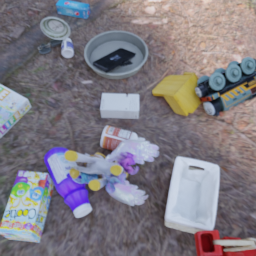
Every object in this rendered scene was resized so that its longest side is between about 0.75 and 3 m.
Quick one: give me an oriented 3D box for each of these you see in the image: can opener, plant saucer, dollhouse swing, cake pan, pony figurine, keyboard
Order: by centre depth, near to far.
[{"bbox_3d":[-0.439,1.108,7.599,2.228,2.308,1.922,15,91,10],"label":"pony figurine"},{"bbox_3d":[1.808,-1.211,10.176,1.378,1.211,1.252,-47,110,-26],"label":"dollhouse swing"},{"bbox_3d":[-2.773,-3.880,10.763,1.143,1.143,0.287,3,65,2],"label":"plant saucer"},{"bbox_3d":[-0.404,-2.563,10.763,1.072,0.229,1.786,28,47,25],"label":"keyboard"},{"bbox_3d":[-0.471,-2.871,11.109,2.495,0.458,2.495,0,57,0],"label":"cake pan"},{"bbox_3d":[-3.082,-3.421,11.593,1.341,0.353,0.446,-26,95,-14],"label":"can opener"}]

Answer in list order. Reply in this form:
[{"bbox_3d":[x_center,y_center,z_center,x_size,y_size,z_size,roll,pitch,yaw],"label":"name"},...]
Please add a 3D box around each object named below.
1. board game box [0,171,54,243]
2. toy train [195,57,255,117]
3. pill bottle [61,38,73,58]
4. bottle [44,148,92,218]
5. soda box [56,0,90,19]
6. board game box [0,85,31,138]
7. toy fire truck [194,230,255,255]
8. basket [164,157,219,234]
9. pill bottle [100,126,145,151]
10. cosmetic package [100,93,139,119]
[{"bbox_3d":[-2.713,2.133,7.644,0.875,0.859,1.668,5,58,1],"label":"board game box"},{"bbox_3d":[3.556,-1.433,9.678,2.574,1.097,1.467,-27,99,-14],"label":"toy train"},{"bbox_3d":[-2.463,-3.256,11.352,0.467,0.467,0.780,-7,56,-4],"label":"pill bottle"},{"bbox_3d":[-1.691,1.535,8.030,0.679,0.869,2.081,-43,59,17],"label":"bottle"},{"bbox_3d":[-2.492,-5.405,12.738,1.445,0.464,0.490,14,58,8],"label":"soda box"},{"bbox_3d":[-5.128,-0.805,9.759,2.822,0.483,1.897,27,61,16],"label":"board game box"},{"bbox_3d":[2.631,2.877,6.783,2.163,1.525,0.527,-1,58,0],"label":"toy fire truck"},{"bbox_3d":[1.692,1.896,7.651,1.228,1.118,1.812,13,58,8],"label":"basket"},{"bbox_3d":[-0.165,0.431,8.798,1.297,0.727,0.727,16,59,7],"label":"pill bottle"},{"bbox_3d":[-0.280,-0.752,9.704,1.313,0.533,0.741,1,59,0],"label":"cosmetic package"}]
